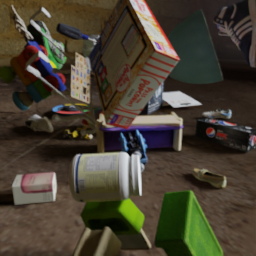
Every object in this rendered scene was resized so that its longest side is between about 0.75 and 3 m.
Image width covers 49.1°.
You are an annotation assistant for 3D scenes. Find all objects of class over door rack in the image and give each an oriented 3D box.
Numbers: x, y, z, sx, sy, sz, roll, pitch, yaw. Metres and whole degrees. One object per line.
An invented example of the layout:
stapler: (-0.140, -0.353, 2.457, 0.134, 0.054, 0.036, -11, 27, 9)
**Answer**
over door rack: (-1.568, -1.134, 6.370, 0.820, 2.463, 1.820, -21, 51, 9)

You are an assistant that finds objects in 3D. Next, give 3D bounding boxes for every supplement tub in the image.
supplement tub: (-0.313, 0.722, 4.127, 0.971, 0.704, 0.704, -4, 18, 4)

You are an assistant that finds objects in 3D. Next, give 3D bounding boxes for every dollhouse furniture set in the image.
dollhouse furniture set: (-0.022, 2.420, 3.428, 1.960, 1.501, 2.991, -14, 29, 26)

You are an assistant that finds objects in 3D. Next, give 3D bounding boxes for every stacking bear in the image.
stacking bear: (-1.261, -0.349, 11.373, 1.672, 1.015, 0.951, 4, -30, 49)

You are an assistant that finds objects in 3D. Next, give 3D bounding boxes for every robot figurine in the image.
robot figurine: (-1.387, -3.101, 12.362, 1.062, 1.881, 1.595, 21, 51, 34)

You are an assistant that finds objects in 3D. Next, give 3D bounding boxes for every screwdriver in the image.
screwdriver: (-1.167, -2.999, 9.524, 2.639, 0.384, 0.368, 6, 3, -36)

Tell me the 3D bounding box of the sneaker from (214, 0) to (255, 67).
sneaker: (2.813, -2.396, 7.242, 1.106, 2.039, 0.715, -4, -24, 28)

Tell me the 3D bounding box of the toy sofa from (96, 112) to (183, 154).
toy sofa: (0.364, 0.219, 9.254, 2.783, 1.152, 1.358, -2, 19, -6)

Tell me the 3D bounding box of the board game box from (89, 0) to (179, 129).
board game box: (-0.072, -1.707, 6.788, 0.648, 2.120, 2.799, 13, 42, -30)

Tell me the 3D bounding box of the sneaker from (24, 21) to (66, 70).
sneaker: (-3.048, -3.094, 10.535, 0.993, 2.545, 1.084, 30, 71, 12)

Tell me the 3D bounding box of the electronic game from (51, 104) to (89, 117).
electronic game: (-2.726, -0.892, 13.770, 2.029, 0.422, 2.029, 0, 18, 0)

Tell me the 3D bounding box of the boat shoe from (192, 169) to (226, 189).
boat shoe: (2.137, 1.265, 7.435, 0.371, 0.320, 1.017, -11, 22, -31)

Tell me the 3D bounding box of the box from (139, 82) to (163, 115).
box: (0.950, -1.766, 14.201, 1.064, 1.812, 1.782, 11, 22, 29)

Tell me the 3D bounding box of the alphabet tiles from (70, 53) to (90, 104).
alphabet tiles: (-0.865, -0.906, 5.095, 0.031, 0.829, 0.693, -3, -6, 19)

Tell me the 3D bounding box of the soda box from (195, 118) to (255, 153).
soda box: (3.435, 0.201, 9.975, 0.652, 0.728, 2.058, -13, 23, -41)

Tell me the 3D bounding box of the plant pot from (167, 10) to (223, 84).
plant pot: (2.293, -2.790, 10.608, 1.807, 2.684, 2.684, -17, 13, 19)

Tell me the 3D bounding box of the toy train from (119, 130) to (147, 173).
toy train: (0.168, 0.692, 8.158, 0.721, 0.950, 1.663, -11, 19, -4)

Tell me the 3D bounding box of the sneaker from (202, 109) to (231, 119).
sneaker: (4.095, -0.663, 13.015, 1.330, 0.482, 0.478, -1, 19, 2)

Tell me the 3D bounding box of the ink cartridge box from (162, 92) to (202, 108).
ink cartridge box: (2.645, -1.385, 15.375, 1.806, 0.558, 2.227, -7, 29, -22)

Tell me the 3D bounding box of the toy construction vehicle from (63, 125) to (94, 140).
toy construction vehicle: (-1.814, 0.134, 10.694, 1.055, 0.372, 0.918, 8, 17, 14)

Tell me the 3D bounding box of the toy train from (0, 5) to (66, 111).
toy train: (-3.186, -1.923, 8.229, 1.557, 2.691, 1.139, -30, 15, 6)

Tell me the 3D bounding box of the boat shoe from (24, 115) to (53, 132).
boat shoe: (-3.636, -0.129, 11.266, 0.607, 0.638, 1.772, -32, 37, -32)

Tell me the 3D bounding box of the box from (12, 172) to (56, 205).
box: (-2.208, 1.428, 6.659, 0.913, 0.497, 0.584, -3, 19, -9)
